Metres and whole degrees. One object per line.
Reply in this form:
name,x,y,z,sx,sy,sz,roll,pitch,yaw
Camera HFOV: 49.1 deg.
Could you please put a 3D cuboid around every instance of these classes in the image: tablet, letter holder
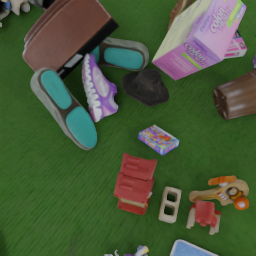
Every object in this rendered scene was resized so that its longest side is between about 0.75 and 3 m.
tablet,1.923,3.548,5.549,2.631,0.180,1.712,19,60,17
letter holder,-1.745,-2.637,7.477,2.397,1.205,1.703,-40,95,12

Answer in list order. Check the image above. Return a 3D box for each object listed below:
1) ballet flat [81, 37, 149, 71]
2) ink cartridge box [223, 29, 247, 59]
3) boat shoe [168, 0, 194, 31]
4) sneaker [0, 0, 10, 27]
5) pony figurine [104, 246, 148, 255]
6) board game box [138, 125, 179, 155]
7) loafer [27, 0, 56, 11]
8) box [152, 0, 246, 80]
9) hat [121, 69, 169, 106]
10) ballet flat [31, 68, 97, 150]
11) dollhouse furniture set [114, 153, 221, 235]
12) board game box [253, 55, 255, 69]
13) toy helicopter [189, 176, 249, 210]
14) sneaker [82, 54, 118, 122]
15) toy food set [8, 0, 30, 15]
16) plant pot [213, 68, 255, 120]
ballet flat,-0.719,-2.354,8.531,2.789,0.940,0.888,14,36,7
ink cartridge box,2.566,-2.609,8.851,2.061,0.382,0.976,-9,63,-2
boat shoe,1.678,-3.715,9.362,0.536,0.572,1.588,9,66,42
sneaker,-4.485,-4.396,9.473,1.167,0.971,2.590,4,71,2
pony figurine,0.045,2.914,5.809,1.001,0.834,0.966,-24,73,-28
board game box,0.771,0.292,7.145,0.578,0.192,0.859,-26,44,-34
loafer,-2.185,-3.665,8.051,2.325,0.731,0.835,30,107,-17
box,1.807,-2.434,7.447,0.953,1.971,1.734,33,72,-17
hat,0.567,-1.275,7.696,1.486,0.600,1.486,14,42,-13
ballet flat,-1.609,-0.441,7.136,0.787,0.744,2.336,-45,114,-34
dollhouse furniture set,0.931,1.478,6.187,2.369,1.275,0.963,13,63,7
board game box,4.481,-1.219,8.151,1.288,0.347,2.146,5,62,-2
toy helicopter,2.079,1.475,6.488,1.342,0.887,0.529,-13,32,12
sneaker,-0.767,-1.146,7.796,0.855,0.778,1.933,-11,78,-15
toy food set,-3.366,-4.708,9.889,1.895,0.572,1.360,-36,56,-18
plant pot,3.043,-0.826,7.492,1.228,1.240,1.240,-19,64,-1
